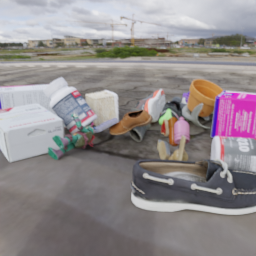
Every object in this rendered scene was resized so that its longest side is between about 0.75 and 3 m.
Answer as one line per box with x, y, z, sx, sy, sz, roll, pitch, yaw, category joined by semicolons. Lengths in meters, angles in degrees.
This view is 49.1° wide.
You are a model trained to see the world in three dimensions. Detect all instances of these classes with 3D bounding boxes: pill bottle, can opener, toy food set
-2.034;-0.763;9.679;1.092;1.826;1.092;-37;4;3;pill bottle
2.599;-1.129;13.404;0.436;0.551;1.657;14;8;-39;can opener
2.904;0.713;6.787;1.642;0.935;0.935;3;17;9;pill bottle
1.188;0.353;7.108;0.349;1.409;2.217;5;17;-6;toy food set

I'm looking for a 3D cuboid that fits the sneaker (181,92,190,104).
3.523;-1.553;14.218;2.104;0.878;0.848;-15;23;-41;sneaker

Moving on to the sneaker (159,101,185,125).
1.719;-0.490;10.227;0.878;0.958;2.287;13;5;13;sneaker

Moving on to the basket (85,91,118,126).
-1.050;-0.802;11.226;0.984;1.223;1.212;-10;19;-23;basket

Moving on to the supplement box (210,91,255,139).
4.373;-0.297;9.182;2.872;1.484;1.453;10;19;25;supplement box

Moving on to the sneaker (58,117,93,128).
-2.036;-0.331;10.629;1.499;0.656;0.553;6;18;18;sneaker

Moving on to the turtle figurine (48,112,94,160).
-1.538;0.226;8.235;0.868;1.291;1.725;26;34;19;turtle figurine

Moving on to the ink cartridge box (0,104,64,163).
-3.204;0.052;8.704;1.689;0.960;2.317;-14;24;-32;ink cartridge box

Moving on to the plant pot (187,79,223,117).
2.971;-1.111;11.047;1.433;1.003;1.433;14;38;-11;plant pot

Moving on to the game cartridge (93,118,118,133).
-0.818;-0.066;9.365;0.753;0.223;1.161;-25;4;-18;game cartridge

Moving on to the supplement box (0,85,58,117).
-3.914;-1.036;11.667;2.715;1.403;1.374;-8;18;-19;supplement box

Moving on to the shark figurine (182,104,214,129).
2.720;-0.947;11.617;1.894;1.323;3.170;6;16;28;shark figurine

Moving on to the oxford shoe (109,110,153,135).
-0.023;-0.224;8.963;1.552;0.553;0.554;-23;41;25;oxford shoe

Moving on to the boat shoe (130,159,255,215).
1.535;1.063;5.677;2.971;0.896;1.098;1;20;3;boat shoe

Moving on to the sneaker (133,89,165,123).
0.855;-0.958;12.002;1.228;1.156;3.000;-6;10;21;sneaker

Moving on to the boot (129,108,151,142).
0.271;-0.114;9.587;1.018;0.406;1.120;45;38;3;boot
